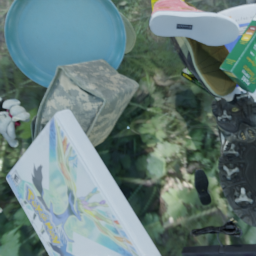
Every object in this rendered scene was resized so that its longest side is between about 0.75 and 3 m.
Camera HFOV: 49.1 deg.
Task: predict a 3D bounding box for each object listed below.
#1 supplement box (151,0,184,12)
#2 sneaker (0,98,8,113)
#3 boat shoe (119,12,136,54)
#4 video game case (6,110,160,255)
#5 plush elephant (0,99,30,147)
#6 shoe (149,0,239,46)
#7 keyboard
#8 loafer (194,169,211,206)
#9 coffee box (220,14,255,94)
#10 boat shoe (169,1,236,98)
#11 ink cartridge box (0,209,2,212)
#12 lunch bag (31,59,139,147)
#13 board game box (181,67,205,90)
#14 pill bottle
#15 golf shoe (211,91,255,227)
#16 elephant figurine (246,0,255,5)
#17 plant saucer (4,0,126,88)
[{"bbox_3d":[0.954,-3.375,6.981,0.611,0.607,1.115,-13,104,-18],"label":"supplement box"},{"bbox_3d":[-3.712,0.173,5.788,1.168,1.086,2.705,33,62,-1],"label":"sneaker"},{"bbox_3d":[-1.002,-2.815,7.317,0.886,2.942,1.049,39,107,42],"label":"boat shoe"},{"bbox_3d":[-0.998,1.581,5.012,0.324,2.683,2.943,-23,77,-48],"label":"video game case"},{"bbox_3d":[-2.352,-0.182,5.757,0.677,0.874,0.720,-29,59,-10],"label":"plush elephant"},{"bbox_3d":[1.293,-2.141,5.522,1.712,0.612,0.779,8,49,3],"label":"shoe"},{"bbox_3d":[1.653,2.161,4.756,0.206,2.001,1.271,-32,89,-41],"label":"keyboard"},{"bbox_3d":[1.559,1.238,6.005,0.310,0.308,0.851,-12,108,2],"label":"loafer"},{"bbox_3d":[2.577,-1.581,5.508,1.585,0.975,0.349,-59,37,8],"label":"coffee box"},{"bbox_3d":[1.627,-1.744,6.507,0.885,0.814,2.477,-23,78,-14],"label":"boat shoe"},{"bbox_3d":[-4.065,2.193,7.641,0.747,1.033,0.435,25,69,10],"label":"ink cartridge box"},{"bbox_3d":[-1.099,-0.216,6.450,1.423,2.421,1.986,36,27,8],"label":"lunch bag"},{"bbox_3d":[3.111,-2.453,10.059,1.288,0.288,2.458,36,71,12],"label":"board game box"},{"bbox_3d":[2.784,-1.459,6.879,1.481,1.481,2.644,-10,96,-4],"label":"pill bottle"},{"bbox_3d":[2.306,0.629,5.254,1.150,1.398,2.958,-10,39,22],"label":"golf shoe"},{"bbox_3d":[4.094,-2.719,7.137,1.726,1.893,2.440,-11,56,18],"label":"elephant figurine"},{"bbox_3d":[-1.396,-2.043,6.507,2.687,2.687,0.368,-8,44,-3],"label":"plant saucer"}]
